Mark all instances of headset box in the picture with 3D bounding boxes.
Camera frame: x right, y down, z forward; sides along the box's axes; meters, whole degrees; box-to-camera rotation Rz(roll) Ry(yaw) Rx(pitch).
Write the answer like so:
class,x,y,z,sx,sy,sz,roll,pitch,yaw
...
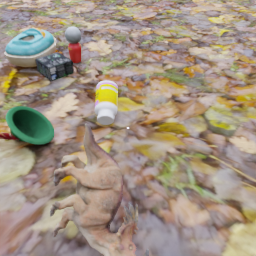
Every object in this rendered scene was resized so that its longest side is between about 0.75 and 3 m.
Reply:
class,x,y,z,sx,sy,sz,roll,pitch,yaw
headset box,-2.681,-2.255,10.136,0.957,0.510,1.099,-29,46,-31

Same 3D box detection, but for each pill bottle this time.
class,x,y,z,sx,sy,sz,roll,pitch,yaw
pill bottle,-0.611,-0.703,7.883,0.627,0.627,1.202,0,56,0

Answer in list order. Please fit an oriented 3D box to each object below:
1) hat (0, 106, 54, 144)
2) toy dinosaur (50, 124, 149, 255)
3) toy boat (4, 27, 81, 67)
class,x,y,z,sx,sy,sz,roll,pitch,yaw
hat,-2.817,0.243,7.265,1.431,1.260,1.185,44,29,5
toy dinosaur,-0.426,1.164,4.720,1.576,0.998,2.325,5,79,-6
toy boat,-3.143,-3.254,10.759,2.827,1.314,2.376,4,38,6
